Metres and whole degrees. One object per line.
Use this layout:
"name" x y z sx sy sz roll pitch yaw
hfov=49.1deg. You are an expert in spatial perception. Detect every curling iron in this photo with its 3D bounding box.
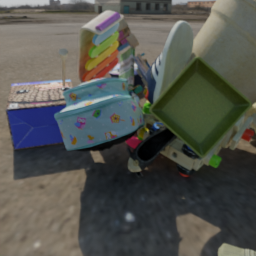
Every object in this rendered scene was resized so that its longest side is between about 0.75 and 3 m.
"curling iron" 0.132 0.764 6.532 0.145 0.281 1.133 -31 29 5

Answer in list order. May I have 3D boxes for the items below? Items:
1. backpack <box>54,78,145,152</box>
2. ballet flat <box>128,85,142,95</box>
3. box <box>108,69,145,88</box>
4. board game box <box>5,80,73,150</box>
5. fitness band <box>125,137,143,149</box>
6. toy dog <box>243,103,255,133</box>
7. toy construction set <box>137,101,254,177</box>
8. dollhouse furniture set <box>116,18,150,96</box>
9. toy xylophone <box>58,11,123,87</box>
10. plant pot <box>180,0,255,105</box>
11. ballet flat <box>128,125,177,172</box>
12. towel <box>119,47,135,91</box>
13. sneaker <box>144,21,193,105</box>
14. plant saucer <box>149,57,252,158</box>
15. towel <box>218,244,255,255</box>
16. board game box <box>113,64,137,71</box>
"backpack" -0.592 -0.265 5.899 1.700 1.482 1.934 -13 12 12
"ballet flat" 0.140 -1.347 11.062 0.373 0.406 1.183 -15 12 42
"box" -0.083 -2.061 12.054 1.242 0.765 1.232 16 31 31
"board game box" -2.429 -0.507 8.232 1.873 1.138 2.349 -8 26 -16
"fitness band" 0.876 0.077 7.983 2.149 0.402 1.543 -23 36 -38
"toy dog" 4.043 0.063 6.546 2.553 1.837 2.633 43 21 -8
"toy construction set" 1.388 0.104 6.759 2.908 1.340 1.907 15 29 36
"dollhouse furniture set" -0.066 -2.167 10.080 1.615 2.475 2.337 -32 -3 8
"toy xylophone" -1.026 -1.993 8.007 0.689 2.742 2.008 38 69 10
"plant pot" 2.417 -1.413 6.867 2.804 2.567 2.804 34 23 -17
"ballet flat" 0.528 0.347 5.850 0.490 1.474 0.419 45 0 10
"towel" -0.121 -2.144 10.591 0.243 1.585 1.182 6 -8 -27
"sneaker" 0.822 -1.444 6.432 0.744 1.985 0.839 9 15 -35
"plant saucer" 1.347 -0.388 5.360 1.388 1.386 0.332 42 3 2
"towel" 2.048 2.458 2.926 2.324 0.417 2.413 6 28 20
"board game box" 0.160 -2.923 14.370 1.721 0.354 1.717 3 25 7
